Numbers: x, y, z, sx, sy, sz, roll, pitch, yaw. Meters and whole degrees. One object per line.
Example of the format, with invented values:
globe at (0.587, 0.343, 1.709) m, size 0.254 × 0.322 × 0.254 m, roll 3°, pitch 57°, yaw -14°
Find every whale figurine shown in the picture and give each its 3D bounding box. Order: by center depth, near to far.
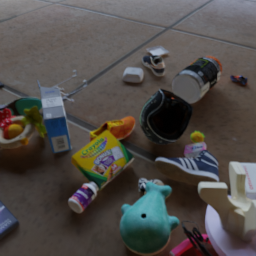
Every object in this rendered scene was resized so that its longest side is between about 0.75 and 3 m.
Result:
whale figurine at (0.613, 2.465, 8.153) m, size 1.782 × 1.162 × 2.240 m, roll 11°, pitch 49°, yaw 20°

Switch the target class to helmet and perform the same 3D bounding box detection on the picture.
helmet at (1.373, -0.347, 10.870) m, size 1.999 × 1.906 × 1.999 m, roll 25°, pitch 19°, yaw -9°

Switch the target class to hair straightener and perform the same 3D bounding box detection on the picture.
hair straightener at (1.996, 3.180, 7.841) m, size 0.533 × 0.284 × 1.386 m, roll -27°, pitch 67°, yaw -23°

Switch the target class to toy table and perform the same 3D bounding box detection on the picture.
toy table at (3.157, 2.279, 7.586) m, size 2.581 × 1.644 × 2.808 m, roll -3°, pitch 24°, yaw -9°

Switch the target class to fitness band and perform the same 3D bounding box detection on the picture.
fitness band at (1.889, 3.670, 7.524) m, size 1.864 × 0.349 × 1.339 m, roll -23°, pitch 47°, yaw -26°

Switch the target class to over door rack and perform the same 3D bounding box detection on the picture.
over door rack at (-2.846, -1.869, 13.460) m, size 1.700 × 0.566 × 1.256 m, roll -39°, pitch 51°, yaw -9°

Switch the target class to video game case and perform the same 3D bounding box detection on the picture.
video game case at (-4.699, 2.773, 8.663) m, size 2.276 × 0.216 × 1.626 m, roll 32°, pitch 51°, yaw 29°

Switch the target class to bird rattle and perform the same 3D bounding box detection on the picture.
bird rattle at (-4.486, -0.026, 11.015) m, size 2.336 × 1.316 × 1.905 m, roll 0°, pitch 45°, yaw 3°

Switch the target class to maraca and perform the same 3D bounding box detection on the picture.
maraca at (2.779, 0.374, 11.194) m, size 0.534 × 0.417 × 0.780 m, roll 35°, pitch 40°, yaw 12°

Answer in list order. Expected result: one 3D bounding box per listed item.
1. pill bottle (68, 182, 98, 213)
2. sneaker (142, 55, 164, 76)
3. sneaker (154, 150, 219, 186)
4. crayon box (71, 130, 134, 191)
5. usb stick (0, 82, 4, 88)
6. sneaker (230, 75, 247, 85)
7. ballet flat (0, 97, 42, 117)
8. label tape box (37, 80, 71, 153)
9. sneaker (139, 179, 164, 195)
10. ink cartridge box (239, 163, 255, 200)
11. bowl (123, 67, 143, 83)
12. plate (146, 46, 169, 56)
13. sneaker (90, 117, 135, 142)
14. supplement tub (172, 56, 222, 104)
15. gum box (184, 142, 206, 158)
pill bottle at (-1.418, 2.208, 9.022) m, size 0.563 × 0.563 × 1.001 m, roll 24°, pitch 47°, yaw 24°
sneaker at (1.416, -3.670, 15.416) m, size 0.799 × 0.809 × 2.037 m, roll -19°, pitch 44°, yaw -18°
sneaker at (2.109, 1.260, 9.888) m, size 2.221 × 0.778 × 1.205 m, roll 17°, pitch 47°, yaw 10°
crayon box at (-0.887, 1.111, 9.915) m, size 1.468 × 0.496 × 1.701 m, roll 43°, pitch 58°, yaw 13°
usb stick at (-6.635, -2.287, 14.351) m, size 0.236 × 0.139 × 0.850 m, roll -31°, pitch 51°, yaw -31°
sneaker at (5.747, -2.563, 14.489) m, size 0.931 × 0.365 × 0.351 m, roll 24°, pitch 46°, yaw 25°
ballet flat at (-5.008, -0.858, 12.275) m, size 2.486 × 0.894 × 0.894 m, roll -23°, pitch 47°, yaw -25°
label tape box at (-2.900, -0.544, 11.049) m, size 0.790 × 1.799 × 2.495 m, roll -12°, pitch 47°, yaw -13°
sneaker at (0.747, 2.027, 9.390) m, size 0.860 × 0.343 × 0.560 m, roll 9°, pitch 46°, yaw 9°
ink cartridge box at (4.514, 1.874, 9.264) m, size 1.724 × 0.730 × 1.246 m, roll 3°, pitch 42°, yaw 1°
bowl at (0.266, -2.850, 14.800) m, size 1.053 × 0.394 × 1.055 m, roll 7°, pitch 44°, yaw 8°
plate at (1.769, -4.598, 16.908) m, size 1.023 × 0.165 × 1.021 m, roll -21°, pitch 45°, yaw -21°
sneaker at (-0.544, 0.060, 11.218) m, size 2.216 × 0.855 × 0.809 m, roll -32°, pitch 50°, yaw -33°
supplement tub at (3.366, -2.379, 13.381) m, size 1.567 × 1.567 × 2.558 m, roll 29°, pitch 49°, yaw 28°
gum box at (2.494, 0.841, 10.510) m, size 0.799 × 0.264 × 0.453 m, roll -16°, pitch 33°, yaw 33°
